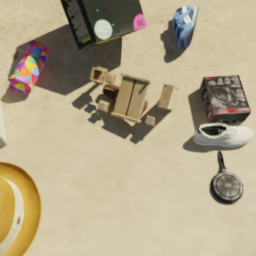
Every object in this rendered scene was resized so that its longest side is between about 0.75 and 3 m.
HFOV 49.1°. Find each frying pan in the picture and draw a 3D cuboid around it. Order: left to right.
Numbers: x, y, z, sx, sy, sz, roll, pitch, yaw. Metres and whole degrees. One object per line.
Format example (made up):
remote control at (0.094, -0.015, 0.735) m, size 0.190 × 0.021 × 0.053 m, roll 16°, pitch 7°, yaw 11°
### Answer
frying pan at (2.628, 1.275, 7.262) m, size 0.841 × 0.226 × 1.391 m, roll 17°, pitch 66°, yaw 13°

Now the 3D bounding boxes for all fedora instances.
fedora at (-3.414, 1.959, 6.364) m, size 2.839 × 1.158 × 2.839 m, roll 0°, pitch 62°, yaw 0°

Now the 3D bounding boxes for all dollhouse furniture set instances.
dollhouse furniture set at (0.105, -0.900, 8.128) m, size 2.387 × 1.057 × 1.237 m, roll 17°, pitch 99°, yaw 16°

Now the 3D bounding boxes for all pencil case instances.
pencil case at (-3.065, -1.887, 8.684) m, size 0.760 × 0.760 × 1.720 m, roll 14°, pitch 62°, yaw 7°

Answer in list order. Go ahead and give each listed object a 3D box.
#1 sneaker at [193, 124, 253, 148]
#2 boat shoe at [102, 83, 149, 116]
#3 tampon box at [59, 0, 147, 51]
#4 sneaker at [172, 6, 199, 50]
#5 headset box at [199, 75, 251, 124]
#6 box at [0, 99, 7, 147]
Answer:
sneaker at (2.643, 0.183, 7.637) m, size 1.652 × 0.585 × 0.603 m, roll -5°, pitch 62°, yaw -3°
boat shoe at (-0.142, -0.837, 8.222) m, size 1.474 × 0.519 × 0.518 m, roll 23°, pitch 61°, yaw 12°
tampon box at (-0.878, -3.855, 8.386) m, size 1.845 × 1.554 × 2.461 m, roll -27°, pitch 108°, yaw -25°
sneaker at (1.860, -3.421, 9.530) m, size 0.825 × 0.742 × 2.006 m, roll 13°, pitch 55°, yaw 9°
headset box at (2.809, -0.779, 8.163) m, size 1.104 × 0.573 × 1.483 m, roll -4°, pitch 63°, yaw -2°
box at (-3.960, -0.316, 7.874) m, size 0.740 × 0.616 × 1.801 m, roll -17°, pitch 63°, yaw -11°
